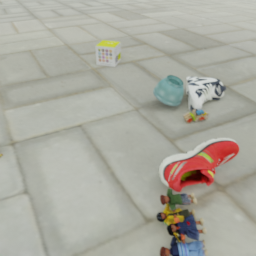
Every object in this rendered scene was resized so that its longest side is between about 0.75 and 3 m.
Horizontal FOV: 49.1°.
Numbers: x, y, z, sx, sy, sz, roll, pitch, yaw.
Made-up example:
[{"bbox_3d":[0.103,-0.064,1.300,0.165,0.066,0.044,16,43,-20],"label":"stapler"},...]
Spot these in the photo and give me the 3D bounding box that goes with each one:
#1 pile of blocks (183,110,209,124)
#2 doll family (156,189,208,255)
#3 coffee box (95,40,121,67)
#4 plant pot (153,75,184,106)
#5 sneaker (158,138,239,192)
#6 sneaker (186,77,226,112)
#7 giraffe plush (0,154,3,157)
[{"bbox_3d":[2.650,-0.439,10.645,1.129,0.463,0.351,-13,36,-19],"label":"pile of blocks"},{"bbox_3d":[1.154,2.273,6.471,1.035,0.703,1.791,0,37,-9],"label":"doll family"},{"bbox_3d":[-1.088,-4.142,15.534,1.106,1.096,1.108,9,35,14],"label":"coffee box"},{"bbox_3d":[1.707,-1.573,11.161,1.227,0.822,1.227,14,39,-12],"label":"plant pot"},{"bbox_3d":[2.112,1.111,7.725,2.521,0.971,1.070,-21,35,-14],"label":"sneaker"},{"bbox_3d":[3.308,-1.480,11.668,1.640,1.006,2.520,-4,23,10],"label":"sneaker"},{"bbox_3d":[-4.547,0.564,8.802,1.063,0.862,0.917,29,44,36],"label":"giraffe plush"}]
